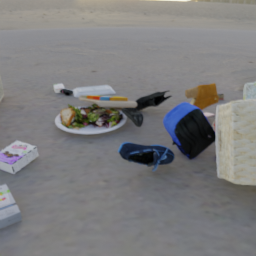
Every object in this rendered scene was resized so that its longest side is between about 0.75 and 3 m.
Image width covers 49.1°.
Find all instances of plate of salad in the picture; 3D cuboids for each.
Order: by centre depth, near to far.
[{"bbox_3d":[-1.514,-0.521,11.481,2.927,0.703,2.927,0,25,0],"label":"plate of salad"}]

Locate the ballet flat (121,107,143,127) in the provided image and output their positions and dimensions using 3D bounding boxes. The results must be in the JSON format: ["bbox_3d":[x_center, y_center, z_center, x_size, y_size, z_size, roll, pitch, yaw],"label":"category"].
[{"bbox_3d":[0.116,-0.482,10.906,0.623,0.533,1.876,-4,16,-12],"label":"ballet flat"}]

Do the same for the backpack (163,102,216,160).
[{"bbox_3d":[1.822,0.007,8.974,1.292,1.590,1.334,-43,36,-6],"label":"backpack"}]

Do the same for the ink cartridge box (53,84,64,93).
[{"bbox_3d":[-3.788,-2.151,15.380,0.516,0.297,0.881,-9,26,-17],"label":"ink cartridge box"}]

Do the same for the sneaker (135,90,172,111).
[{"bbox_3d":[1.030,-1.192,12.357,1.781,0.535,0.929,-25,16,6],"label":"sneaker"}]

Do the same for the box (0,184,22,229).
[{"bbox_3d":[-3.282,1.955,6.763,1.026,0.271,1.316,-17,29,-31],"label":"box"}]

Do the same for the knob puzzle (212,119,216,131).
[{"bbox_3d":[3.577,-0.116,10.489,0.932,0.129,0.932,-3,65,7],"label":"knob puzzle"}]

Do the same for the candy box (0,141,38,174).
[{"bbox_3d":[-3.529,0.896,8.769,0.898,0.383,1.071,12,33,24],"label":"candy box"}]

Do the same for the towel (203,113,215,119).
[{"bbox_3d":[3.133,-0.490,11.778,0.776,0.125,0.741,-11,12,-13],"label":"towel"}]

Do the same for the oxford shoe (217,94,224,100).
[{"bbox_3d":[4.412,-1.608,14.201,0.880,0.329,0.310,-1,25,-2],"label":"oxford shoe"}]

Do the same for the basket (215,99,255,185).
[{"bbox_3d":[3.529,0.365,7.228,2.190,2.171,1.762,0,-2,7],"label":"basket"}]

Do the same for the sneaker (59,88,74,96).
[{"bbox_3d":[-3.342,-1.892,14.853,0.810,0.286,0.402,8,27,16],"label":"sneaker"}]

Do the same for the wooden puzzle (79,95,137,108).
[{"bbox_3d":[-0.944,-1.284,12.717,1.992,0.401,2.153,-2,14,-33],"label":"wooden puzzle"}]

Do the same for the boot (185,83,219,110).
[{"bbox_3d":[2.749,-0.808,10.403,1.197,1.672,0.588,-9,33,-2],"label":"boot"}]

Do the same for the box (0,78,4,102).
[{"bbox_3d":[-6.868,-1.804,13.053,1.422,1.669,2.610,-6,26,-11],"label":"box"}]

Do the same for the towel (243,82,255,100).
[{"bbox_3d":[4.863,-0.633,9.235,0.581,2.067,2.415,15,-11,-30],"label":"towel"}]

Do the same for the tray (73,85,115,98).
[{"bbox_3d":[-1.881,-2.035,15.213,2.217,0.246,1.190,-8,27,-16],"label":"tray"}]

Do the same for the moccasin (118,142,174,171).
[{"bbox_3d":[0.591,0.904,8.131,1.872,0.753,0.638,5,25,-27],"label":"moccasin"}]
